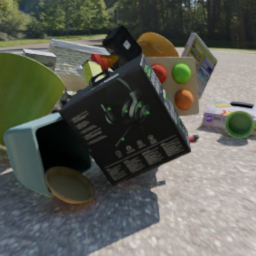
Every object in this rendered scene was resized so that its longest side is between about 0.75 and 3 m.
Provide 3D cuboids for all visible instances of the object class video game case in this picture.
[{"bbox_3d":[3.401,-2.984,14.058,2.621,2.386,0.289,28,-4,-43],"label":"video game case"}]

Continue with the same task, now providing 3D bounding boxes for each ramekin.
[{"bbox_3d":[4.079,-0.163,10.228,1.011,1.011,0.494,9,15,23],"label":"ramekin"}]

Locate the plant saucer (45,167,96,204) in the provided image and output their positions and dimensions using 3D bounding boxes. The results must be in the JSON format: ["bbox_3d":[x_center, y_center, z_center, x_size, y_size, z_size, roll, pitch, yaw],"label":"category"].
[{"bbox_3d":[-1.365,1.368,6.520,1.251,0.221,1.251,26,17,-8],"label":"plant saucer"}]

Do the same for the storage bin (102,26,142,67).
[{"bbox_3d":[-0.214,-3.084,10.703,0.634,1.352,0.914,6,58,50],"label":"storage bin"}]

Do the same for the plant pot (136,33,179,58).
[{"bbox_3d":[0.809,-2.587,12.232,2.227,2.227,2.039,21,65,43],"label":"plant pot"}]

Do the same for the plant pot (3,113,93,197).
[{"bbox_3d":[-2.263,0.561,7.423,1.777,1.744,1.740,1,18,32],"label":"plant pot"}]

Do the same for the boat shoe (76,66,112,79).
[{"bbox_3d":[-1.076,-2.218,11.035,0.812,0.937,2.197,50,20,25],"label":"boat shoe"}]

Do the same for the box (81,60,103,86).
[{"bbox_3d":[-1.019,-1.438,8.860,0.364,1.452,0.546,-35,-26,31],"label":"box"}]

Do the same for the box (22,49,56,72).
[{"bbox_3d":[-3.439,-1.857,10.526,1.136,1.948,0.586,0,25,-31],"label":"box"}]

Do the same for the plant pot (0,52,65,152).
[{"bbox_3d":[-3.501,-0.582,8.632,2.346,2.507,2.346,15,-20,5],"label":"plant pot"}]

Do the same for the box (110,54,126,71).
[{"bbox_3d":[-0.502,-2.699,11.555,0.654,0.799,0.344,-32,25,38],"label":"box"}]

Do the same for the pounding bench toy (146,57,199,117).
[{"bbox_3d":[1.376,-1.131,8.503,2.656,1.650,2.072,-6,0,-19],"label":"pounding bench toy"}]

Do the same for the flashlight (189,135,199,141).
[{"bbox_3d":[2.123,0.393,9.729,0.831,0.282,0.281,-11,53,-30],"label":"flashlight"}]

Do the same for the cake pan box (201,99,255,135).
[{"bbox_3d":[4.567,-0.527,11.678,2.286,0.649,2.482,15,25,29],"label":"cake pan box"}]

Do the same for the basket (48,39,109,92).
[{"bbox_3d":[-2.343,-2.669,12.847,2.690,1.660,1.823,6,-18,-15],"label":"basket"}]

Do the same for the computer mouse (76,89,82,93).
[{"bbox_3d":[-1.616,-1.433,11.395,1.009,0.296,0.172,-10,26,-30],"label":"computer mouse"}]

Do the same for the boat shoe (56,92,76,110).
[{"bbox_3d":[-3.058,-1.272,13.520,0.776,0.847,2.268,-3,13,9],"label":"boat shoe"}]

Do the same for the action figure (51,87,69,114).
[{"bbox_3d":[-2.260,-1.054,12.053,1.647,1.414,2.771,9,18,14],"label":"action figure"}]

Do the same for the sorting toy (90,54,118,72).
[{"bbox_3d":[-0.442,-1.585,10.405,0.941,2.731,0.947,-26,12,-16],"label":"sorting toy"}]

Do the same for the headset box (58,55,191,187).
[{"bbox_3d":[-0.057,-0.196,6.734,2.191,2.516,1.167,-28,20,18],"label":"headset box"}]
